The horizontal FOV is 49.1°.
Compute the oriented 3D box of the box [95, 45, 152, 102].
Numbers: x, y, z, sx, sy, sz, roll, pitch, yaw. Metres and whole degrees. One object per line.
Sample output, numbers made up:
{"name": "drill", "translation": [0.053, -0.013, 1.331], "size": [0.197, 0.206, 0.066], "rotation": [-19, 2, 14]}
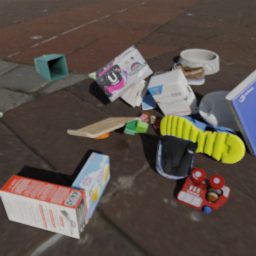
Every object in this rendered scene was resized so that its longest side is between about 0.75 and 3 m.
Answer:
{"name": "box", "translation": [-0.218, -2.100, 10.646], "size": [1.884, 1.081, 1.245], "rotation": [-35, 23, 10]}

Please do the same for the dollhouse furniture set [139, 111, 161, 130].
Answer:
{"name": "dollhouse furniture set", "translation": [0.833, -0.248, 10.676], "size": [0.938, 0.382, 0.505], "rotation": [18, 46, 30]}

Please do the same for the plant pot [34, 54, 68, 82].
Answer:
{"name": "plant pot", "translation": [-4.138, -3.234, 14.610], "size": [1.554, 1.098, 1.098], "rotation": [22, 39, 36]}

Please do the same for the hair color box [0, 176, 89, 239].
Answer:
{"name": "hair color box", "translation": [-2.032, 1.936, 6.923], "size": [1.986, 1.101, 0.635], "rotation": [11, 36, 14]}

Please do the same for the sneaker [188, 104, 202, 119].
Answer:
{"name": "sneaker", "translation": [2.768, -0.546, 11.222], "size": [1.196, 0.483, 0.691], "rotation": [27, 54, 29]}

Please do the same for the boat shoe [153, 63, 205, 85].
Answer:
{"name": "boat shoe", "translation": [2.509, -2.728, 13.926], "size": [2.591, 0.938, 0.936], "rotation": [0, 32, -2]}

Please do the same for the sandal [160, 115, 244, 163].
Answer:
{"name": "sandal", "translation": [2.477, 0.296, 9.488], "size": [2.964, 1.178, 1.290], "rotation": [23, 23, 27]}

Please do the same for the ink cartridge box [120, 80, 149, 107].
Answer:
{"name": "ink cartridge box", "translation": [0.198, -1.686, 12.169], "size": [0.638, 1.083, 1.881], "rotation": [12, 22, -40]}

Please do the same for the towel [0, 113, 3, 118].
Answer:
{"name": "towel", "translation": [-5.548, -0.295, 11.098], "size": [0.801, 0.123, 1.050], "rotation": [2, 35, 3]}

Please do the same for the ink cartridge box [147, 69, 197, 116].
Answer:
{"name": "ink cartridge box", "translation": [1.716, -1.262, 10.718], "size": [1.255, 1.714, 0.736], "rotation": [-8, 50, 34]}

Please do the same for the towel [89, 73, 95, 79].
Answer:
{"name": "towel", "translation": [-1.336, -2.652, 14.534], "size": [0.931, 0.143, 1.220], "rotation": [-28, 44, -35]}

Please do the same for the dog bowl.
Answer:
{"name": "dog bowl", "translation": [3.929, -3.748, 15.682], "size": [2.362, 0.693, 2.362], "rotation": [0, 33, 0]}

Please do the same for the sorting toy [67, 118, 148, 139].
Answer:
{"name": "sorting toy", "translation": [-0.608, 0.050, 9.464], "size": [2.102, 0.419, 2.844], "rotation": [-17, 11, -30]}

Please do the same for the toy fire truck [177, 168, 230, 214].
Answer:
{"name": "toy fire truck", "translation": [2.073, 1.781, 7.667], "size": [1.229, 0.689, 1.032], "rotation": [18, 62, 26]}

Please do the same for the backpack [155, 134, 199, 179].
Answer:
{"name": "backpack", "translation": [1.336, 0.910, 8.277], "size": [1.251, 0.964, 1.192], "rotation": [13, 65, -1]}

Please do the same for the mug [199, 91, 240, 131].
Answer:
{"name": "mug", "translation": [3.554, -0.744, 9.867], "size": [1.632, 1.861, 1.374], "rotation": [8, 62, -27]}

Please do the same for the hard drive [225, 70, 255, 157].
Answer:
{"name": "hard drive", "translation": [4.152, -0.493, 8.713], "size": [1.710, 2.591, 0.329], "rotation": [-41, 32, -5]}

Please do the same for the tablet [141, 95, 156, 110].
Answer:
{"name": "tablet", "translation": [0.872, -1.123, 12.167], "size": [0.579, 0.061, 0.889], "rotation": [-9, 45, 3]}

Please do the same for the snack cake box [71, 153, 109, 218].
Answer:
{"name": "snack cake box", "translation": [-1.010, 1.532, 7.689], "size": [0.523, 0.896, 1.558], "rotation": [11, 36, 13]}
